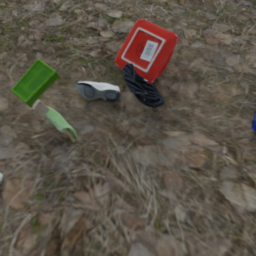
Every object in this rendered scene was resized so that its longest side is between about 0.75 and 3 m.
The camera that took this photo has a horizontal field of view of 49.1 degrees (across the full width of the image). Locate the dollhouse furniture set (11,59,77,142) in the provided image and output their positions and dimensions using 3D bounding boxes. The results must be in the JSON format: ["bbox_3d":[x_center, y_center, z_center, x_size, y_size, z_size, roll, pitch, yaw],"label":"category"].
[{"bbox_3d":[-2.246,-0.783,8.512,1.474,2.948,1.138,37,81,21],"label":"dollhouse furniture set"}]

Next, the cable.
[{"bbox_3d":[0.498,-1.456,9.571,1.859,0.579,2.278,52,18,-4],"label":"cable"}]

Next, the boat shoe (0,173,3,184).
[{"bbox_3d":[-4.054,1.647,8.198,0.341,0.312,0.913,21,51,18],"label":"boat shoe"}]

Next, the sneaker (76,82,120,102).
[{"bbox_3d":[-1.156,-1.469,10.940,1.749,0.652,0.762,13,31,-2],"label":"sneaker"}]

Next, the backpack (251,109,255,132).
[{"bbox_3d":[4.599,-0.204,9.304,0.995,1.186,0.964,-37,55,-11],"label":"backpack"}]

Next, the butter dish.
[{"bbox_3d":[0.942,-3.010,11.703,2.199,1.630,2.205,36,101,28],"label":"butter dish"}]
